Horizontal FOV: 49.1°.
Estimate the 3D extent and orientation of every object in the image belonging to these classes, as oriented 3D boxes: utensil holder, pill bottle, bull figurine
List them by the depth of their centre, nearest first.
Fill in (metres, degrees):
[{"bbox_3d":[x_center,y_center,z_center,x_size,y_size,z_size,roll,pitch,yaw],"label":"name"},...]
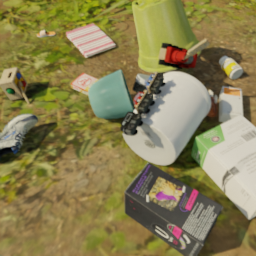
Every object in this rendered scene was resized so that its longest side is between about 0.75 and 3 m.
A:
[{"bbox_3d":[1.320,-0.306,9.666,2.190,2.190,2.577,26,57,20],"label":"utensil holder"},{"bbox_3d":[2.702,-1.057,11.192,1.827,0.595,1.109,20,82,8],"label":"bull figurine"},{"bbox_3d":[4.625,-2.757,12.713,0.617,0.617,1.108,-15,52,-13],"label":"pill bottle"}]

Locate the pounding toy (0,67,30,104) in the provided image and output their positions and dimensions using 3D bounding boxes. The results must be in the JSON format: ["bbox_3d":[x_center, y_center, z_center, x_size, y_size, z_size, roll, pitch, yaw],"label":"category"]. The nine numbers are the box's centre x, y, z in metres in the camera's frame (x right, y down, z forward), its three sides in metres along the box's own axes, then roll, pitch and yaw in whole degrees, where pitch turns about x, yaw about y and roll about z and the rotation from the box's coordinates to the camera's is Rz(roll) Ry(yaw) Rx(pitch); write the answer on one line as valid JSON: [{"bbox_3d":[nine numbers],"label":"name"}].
[{"bbox_3d":[-4.612,-1.701,11.614,0.846,1.096,1.190,-10,49,7],"label":"pounding toy"}]

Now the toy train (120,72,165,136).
[{"bbox_3d":[0.460,-0.791,8.486,0.589,0.439,2.572,9,53,33],"label":"toy train"}]

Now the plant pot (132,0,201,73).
[{"bbox_3d":[1.359,-4.036,11.233,2.739,2.518,2.739,-15,38,12],"label":"plant pot"}]

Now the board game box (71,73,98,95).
[{"bbox_3d":[-1.762,-1.864,12.180,1.158,0.268,0.877,25,54,20],"label":"board game box"}]

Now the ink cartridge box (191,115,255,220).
[{"bbox_3d":[3.749,1.165,8.996,2.057,1.188,2.817,-23,54,-19],"label":"ink cartridge box"}]

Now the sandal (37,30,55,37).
[{"bbox_3d":[-4.373,-5.059,14.892,0.966,0.277,0.370,-10,50,-8],"label":"sandal"}]

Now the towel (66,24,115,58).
[{"bbox_3d":[-1.948,-4.494,14.413,1.734,0.354,2.369,-27,57,-21],"label":"towel"}]

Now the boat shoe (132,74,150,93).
[{"bbox_3d":[1.337,-1.480,11.485,2.400,0.820,0.886,10,34,-24],"label":"boat shoe"}]

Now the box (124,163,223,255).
[{"bbox_3d":[1.164,2.315,7.850,2.368,1.447,1.256,29,56,23],"label":"box"}]

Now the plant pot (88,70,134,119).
[{"bbox_3d":[-0.669,-1.142,10.687,1.442,1.796,1.796,-17,50,6],"label":"plant pot"}]

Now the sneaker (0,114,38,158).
[{"bbox_3d":[-4.067,0.426,9.996,0.960,0.868,2.254,41,68,18],"label":"sneaker"}]

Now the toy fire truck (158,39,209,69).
[{"bbox_3d":[2.053,-2.530,9.673,1.596,1.027,1.404,21,16,41],"label":"toy fire truck"}]

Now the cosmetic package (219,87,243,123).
[{"bbox_3d":[4.080,-0.911,11.177,0.788,0.554,1.554,9,51,7],"label":"cosmetic package"}]
